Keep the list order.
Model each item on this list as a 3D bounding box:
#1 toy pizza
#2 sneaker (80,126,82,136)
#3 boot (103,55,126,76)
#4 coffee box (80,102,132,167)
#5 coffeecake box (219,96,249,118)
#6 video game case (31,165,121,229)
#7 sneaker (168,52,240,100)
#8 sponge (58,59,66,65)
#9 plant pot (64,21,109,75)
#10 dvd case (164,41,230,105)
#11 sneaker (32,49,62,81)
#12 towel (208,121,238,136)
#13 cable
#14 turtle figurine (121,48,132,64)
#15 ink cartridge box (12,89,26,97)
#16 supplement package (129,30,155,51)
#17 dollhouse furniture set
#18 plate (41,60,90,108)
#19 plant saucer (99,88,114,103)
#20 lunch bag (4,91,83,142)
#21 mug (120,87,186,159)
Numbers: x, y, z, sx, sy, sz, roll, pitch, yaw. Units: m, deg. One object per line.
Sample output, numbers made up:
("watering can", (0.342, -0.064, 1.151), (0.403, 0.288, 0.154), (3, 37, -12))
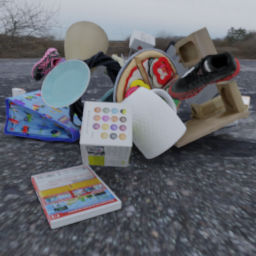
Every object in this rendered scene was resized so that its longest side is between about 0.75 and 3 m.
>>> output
("toy pizza", (0.815, -1.068, 9.236), (2.981, 2.981, 0.472), (-13, 19, -35))
("sneaker", (-0.719, 0.264, 8.923), (1.645, 0.663, 0.614), (18, -27, -6))
("boot", (0.137, -2.539, 11.582), (1.724, 0.804, 2.230), (26, 48, 6))
("coffee box", (-0.502, 0.178, 6.776), (1.149, 1.162, 1.160), (3, 59, -3))
("coffeecake box", (4.884, -1.040, 13.090), (1.371, 0.652, 1.786), (8, 20, 23))
("video game case", (-1.251, 1.424, 6.311), (1.459, 0.178, 2.040), (-9, 20, -27))
("sneaker", (2.148, -1.557, 8.268), (2.250, 0.795, 1.099), (-24, -19, 17))
("sponge", (-2.528, -1.788, 10.384), (0.773, 1.387, 0.207), (47, 20, 17))
("plant pot", (-1.517, -2.517, 9.572), (1.570, 1.570, 1.677), (1, 48, 2))
("dvd case", (2.634, -2.232, 12.474), (2.994, 2.136, 0.263), (34, 50, 0))
("sneaker", (-2.733, -2.048, 9.480), (0.611, 1.281, 0.506), (43, 8, 20))
("towel", (3.293, -0.075, 10.285), (1.007, 0.520, 1.216), (-12, 12, -8))
("cable", (-0.866, -1.171, 9.139), (2.143, 2.627, 0.667), (-5, 32, -24))
("turtle figurine", (0.376, -1.641, 9.884), (1.305, 2.592, 1.940), (4, 7, 0))
("ink cartridge box", (-6.151, -1.929, 16.004), (0.997, 0.543, 0.251), (8, 20, 22))
("supplement package", (0.480, -2.940, 9.621), (0.759, 0.460, 0.455), (14, 56, -16))
("dollhouse furniture set", (1.851, -1.381, 9.600), (2.419, 2.969, 2.823), (-25, 8, -2))
("plate", (-1.750, -1.230, 7.950), (1.592, 1.592, 0.203), (10, -20, 29))
("plant saucer", (-0.515, -0.880, 10.554), (2.087, 2.087, 0.286), (-20, 59, -46))
("lunch bag", (-2.607, -0.340, 10.300), (2.885, 1.357, 2.172), (14, 18, 11))
("mug", (0.707, -0.366, 8.148), (1.957, 1.716, 1.445), (-43, 7, -35))
